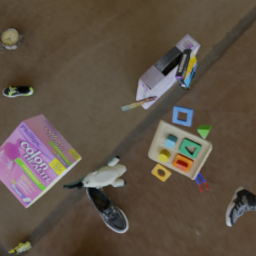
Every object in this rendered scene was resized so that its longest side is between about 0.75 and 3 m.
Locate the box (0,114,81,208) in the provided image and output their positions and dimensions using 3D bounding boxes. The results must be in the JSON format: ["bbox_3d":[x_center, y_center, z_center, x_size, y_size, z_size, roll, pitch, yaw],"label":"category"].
[{"bbox_3d":[-2.593,0.913,7.732,1.895,0.916,1.667,-42,89,21],"label":"box"}]

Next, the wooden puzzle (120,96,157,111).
[{"bbox_3d":[0.287,-0.741,8.479,1.038,1.750,0.123,-19,97,-1],"label":"wooden puzzle"}]

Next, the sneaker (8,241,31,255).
[{"bbox_3d":[-4.122,4.577,10.645,0.835,0.315,0.319,-15,71,-14],"label":"sneaker"}]

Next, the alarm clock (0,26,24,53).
[{"bbox_3d":[-5.232,-3.792,12.312,0.863,0.426,1.280,36,78,6],"label":"alarm clock"}]

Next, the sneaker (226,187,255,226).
[{"bbox_3d":[3.801,2.647,9.187,0.819,0.543,1.439,11,55,42],"label":"sneaker"}]

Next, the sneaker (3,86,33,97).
[{"bbox_3d":[-4.659,-1.615,11.791,1.313,0.544,0.471,-5,78,-1],"label":"sneaker"}]

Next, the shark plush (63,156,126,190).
[{"bbox_3d":[-0.949,1.645,8.726,2.048,0.853,0.931,-27,95,-22],"label":"shark plush"}]

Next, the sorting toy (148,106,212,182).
[{"bbox_3d":[1.376,0.708,7.983,1.585,2.816,0.384,28,40,15],"label":"sorting toy"}]

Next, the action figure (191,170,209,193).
[{"bbox_3d":[2.708,1.822,11.174,0.483,0.382,1.476,-20,74,-10],"label":"action figure"}]

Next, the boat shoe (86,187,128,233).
[{"bbox_3d":[-0.822,3.055,10.706,0.791,0.749,2.261,-35,80,-7],"label":"boat shoe"}]

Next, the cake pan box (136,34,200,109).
[{"bbox_3d":[1.431,-2.035,10.791,0.704,2.691,2.478,44,83,7],"label":"cake pan box"}]

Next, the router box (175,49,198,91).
[{"bbox_3d":[1.677,-1.658,8.020,0.243,0.711,0.953,8,70,34],"label":"router box"}]
